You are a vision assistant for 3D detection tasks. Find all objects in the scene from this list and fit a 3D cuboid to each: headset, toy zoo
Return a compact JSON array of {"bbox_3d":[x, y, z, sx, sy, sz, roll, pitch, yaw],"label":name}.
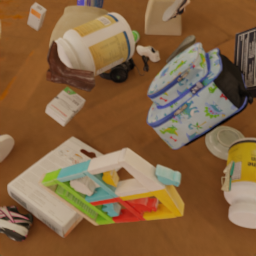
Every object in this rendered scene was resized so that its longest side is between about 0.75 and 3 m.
[{"bbox_3d":[-0.238,-2.613,11.545,2.326,1.093,1.436,12,52,24],"label":"headset"},{"bbox_3d":[-0.231,1.296,5.632,2.920,1.916,0.299,-19,37,35],"label":"toy zoo"}]

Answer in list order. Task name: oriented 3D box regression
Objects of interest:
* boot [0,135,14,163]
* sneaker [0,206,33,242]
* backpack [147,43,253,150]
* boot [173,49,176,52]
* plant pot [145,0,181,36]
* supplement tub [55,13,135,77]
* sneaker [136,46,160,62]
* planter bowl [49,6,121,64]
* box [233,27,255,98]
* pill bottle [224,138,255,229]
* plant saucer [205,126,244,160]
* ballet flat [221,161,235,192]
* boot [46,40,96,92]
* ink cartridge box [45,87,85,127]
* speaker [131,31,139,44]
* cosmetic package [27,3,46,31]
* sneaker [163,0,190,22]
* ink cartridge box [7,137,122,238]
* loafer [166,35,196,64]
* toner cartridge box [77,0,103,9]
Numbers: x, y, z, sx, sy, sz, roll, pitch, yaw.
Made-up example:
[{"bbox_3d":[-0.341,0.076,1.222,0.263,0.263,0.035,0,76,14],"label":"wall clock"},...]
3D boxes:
[{"bbox_3d":[-5.038,0.954,8.719,1.253,1.009,2.774,35,60,18],"label":"boot"},{"bbox_3d":[-3.465,2.502,7.825,1.775,0.713,0.766,21,42,7],"label":"sneaker"},{"bbox_3d":[1.516,-0.839,7.144,1.787,2.431,2.225,41,31,-11],"label":"backpack"},{"bbox_3d":[2.844,-2.362,11.581,1.106,1.079,2.932,-41,56,-6],"label":"boot"},{"bbox_3d":[1.775,-5.762,13.749,1.806,1.599,1.803,3,51,1],"label":"plant pot"},{"bbox_3d":[-0.821,-1.946,6.843,1.687,1.220,1.220,-31,57,-19],"label":"supplement tub"},{"bbox_3d":[0.915,-3.449,12.566,1.263,0.550,0.471,31,58,24],"label":"sneaker"},{"bbox_3d":[-1.291,-2.823,8.617,2.258,1.520,2.258,3,10,-1],"label":"planter bowl"},{"bbox_3d":[3.826,-1.804,7.419,1.078,1.735,1.749,8,85,-31],"label":"box"},{"bbox_3d":[3.491,1.554,8.057,1.326,1.326,2.367,13,53,10],"label":"pill bottle"},{"bbox_3d":[3.395,0.427,9.581,1.440,0.361,1.440,0,51,0],"label":"plant saucer"},{"bbox_3d":[2.377,1.148,6.719,0.239,0.258,0.765,6,79,34],"label":"ballet flat"},{"bbox_3d":[-1.141,-1.256,5.862,1.057,0.986,0.340,15,44,-4],"label":"boot"},{"bbox_3d":[-1.702,-0.584,7.605,0.658,0.379,0.902,38,52,-2],"label":"ink cartridge box"},{"bbox_3d":[-0.027,-3.983,12.986,0.583,0.583,1.319,29,57,21],"label":"speaker"},{"bbox_3d":[-2.824,-3.414,8.637,0.384,0.757,0.270,31,56,-12],"label":"cosmetic package"},{"bbox_3d":[1.981,-4.810,11.485,0.528,1.330,0.522,11,63,-29],"label":"sneaker"},{"bbox_3d":[-1.857,1.630,8.615,2.218,0.686,2.735,28,42,21],"label":"ink cartridge box"},{"bbox_3d":[1.738,-2.363,8.789,0.486,1.395,0.524,39,64,-7],"label":"loafer"},{"bbox_3d":[-1.107,-4.599,8.836,0.862,1.815,0.392,-34,69,-32],"label":"toner cartridge box"}]
